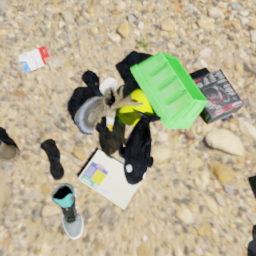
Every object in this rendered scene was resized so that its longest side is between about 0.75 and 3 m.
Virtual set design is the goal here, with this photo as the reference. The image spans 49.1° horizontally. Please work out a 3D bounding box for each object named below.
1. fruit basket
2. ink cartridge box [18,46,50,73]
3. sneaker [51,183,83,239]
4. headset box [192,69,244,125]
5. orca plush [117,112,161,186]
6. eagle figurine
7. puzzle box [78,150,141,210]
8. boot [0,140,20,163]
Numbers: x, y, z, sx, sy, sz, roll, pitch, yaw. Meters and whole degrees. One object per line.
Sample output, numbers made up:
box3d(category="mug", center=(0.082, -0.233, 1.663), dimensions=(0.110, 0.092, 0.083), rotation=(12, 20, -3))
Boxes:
box3d(category="fruit basket", center=(1.019, -1.019, 10.440), dimensions=(2.989, 2.156, 2.989), rotation=(1, 92, 38))
box3d(category="ink cartridge box", center=(-3.878, -2.873, 11.704), dimensions=(1.185, 0.398, 0.688), rotation=(-24, 70, -9))
box3d(category="sneaker", center=(-1.515, 2.005, 7.043), dimensions=(0.608, 0.878, 1.455), rotation=(-19, 61, -3))
box3d(category="headset box", center=(3.364, -1.124, 10.825), dimensions=(1.435, 0.724, 1.931), rotation=(-23, 70, -9))
box3d(category="orca plush", center=(0.577, 0.486, 8.486), dimensions=(1.329, 0.898, 2.526), rotation=(43, 52, -15))
box3d(category="eagle figurine", center=(-0.769, -0.568, 9.594), dimensions=(1.540, 2.029, 1.531), rotation=(37, 58, -23))
box3d(category="puzzle box", center=(-0.611, 1.800, 9.914), dimensions=(1.950, 0.248, 1.297), rotation=(31, 72, 12))
box3d(category="boot", center=(-5.205, 0.600, 9.877), dimensions=(2.486, 1.205, 0.929), rotation=(6, 68, 2))
